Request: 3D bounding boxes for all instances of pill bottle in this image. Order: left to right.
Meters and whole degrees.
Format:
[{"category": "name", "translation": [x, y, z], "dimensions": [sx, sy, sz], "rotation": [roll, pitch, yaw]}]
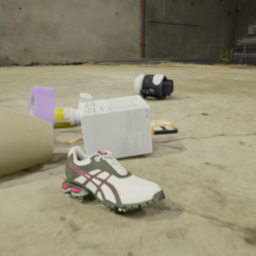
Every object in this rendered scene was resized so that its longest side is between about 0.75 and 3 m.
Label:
[{"category": "pill bottle", "translation": [-3.106, -0.514, 13.590], "dimensions": [1.614, 0.907, 0.907], "rotation": [-4, 18, -7]}]

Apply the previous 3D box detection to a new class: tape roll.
[{"category": "tape roll", "translation": [-3.557, -0.526, 11.317], "dimensions": [0.739, 2.253, 2.253], "rotation": [5, 14, -26]}]

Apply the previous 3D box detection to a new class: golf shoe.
[{"category": "golf shoe", "translation": [-0.486, 1.236, 6.975], "dimensions": [2.895, 1.275, 1.117], "rotation": [5, 5, 28]}]

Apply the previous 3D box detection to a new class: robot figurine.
[{"category": "robot figurine", "translation": [1.797, -2.919, 20.066], "dimensions": [2.824, 1.762, 2.122], "rotation": [7, -11, 23]}]

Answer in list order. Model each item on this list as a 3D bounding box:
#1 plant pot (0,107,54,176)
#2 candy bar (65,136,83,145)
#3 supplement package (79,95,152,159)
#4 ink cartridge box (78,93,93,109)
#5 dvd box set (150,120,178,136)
[{"category": "plant pot", "translation": [-3.762, 0.397, 8.735], "dimensions": [2.639, 2.472, 2.472], "rotation": [1, 16, -25]}, {"category": "candy bar", "translation": [-2.152, 0.488, 11.789], "dimensions": [0.300, 0.133, 1.203], "rotation": [11, 20, 32]}, {"category": "supplement package", "translation": [-0.495, -0.033, 10.247], "dimensions": [2.335, 1.772, 1.759], "rotation": [-8, 21, -8]}, {"category": "ink cartridge box", "translation": [-2.458, -1.348, 15.972], "dimensions": [0.618, 1.065, 1.476], "rotation": [3, 16, -17]}, {"category": "dvd box set", "translation": [1.511, -0.037, 13.266], "dimensions": [1.206, 0.242, 1.649], "rotation": [-3, 18, -11]}]
